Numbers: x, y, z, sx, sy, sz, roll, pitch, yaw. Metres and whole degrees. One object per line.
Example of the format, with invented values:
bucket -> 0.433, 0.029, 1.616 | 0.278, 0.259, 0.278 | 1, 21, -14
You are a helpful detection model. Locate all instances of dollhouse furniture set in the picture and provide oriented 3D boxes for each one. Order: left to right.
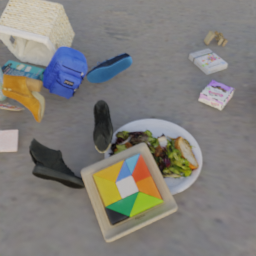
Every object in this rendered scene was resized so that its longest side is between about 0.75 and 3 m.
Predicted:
dollhouse furniture set -> 4.031, -4.075, 12.979 | 0.836, 0.556, 0.733 | 9, 44, -22

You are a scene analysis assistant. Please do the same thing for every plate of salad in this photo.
plate of salad -> 0.749, 0.691, 8.360 | 2.927, 0.703, 2.927 | 0, 48, 0

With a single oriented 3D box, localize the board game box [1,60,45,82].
board game box -> -4.267, -1.939, 10.922 | 1.712, 0.402, 1.292 | 16, 53, 15

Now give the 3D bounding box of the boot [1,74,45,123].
boot -> -3.317, -0.930, 8.864 | 1.197, 1.672, 0.588 | 8, 41, -3

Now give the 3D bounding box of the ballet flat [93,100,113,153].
ballet flat -> -0.771, -0.039, 8.741 | 0.623, 0.533, 1.876 | -4, 57, -1

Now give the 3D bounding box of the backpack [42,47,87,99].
backpack -> -2.134, -1.928, 9.945 | 1.292, 1.590, 1.334 | 14, 38, -36

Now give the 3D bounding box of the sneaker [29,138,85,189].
sneaker -> -1.937, 1.014, 7.751 | 1.781, 0.535, 0.929 | 20, 55, -15

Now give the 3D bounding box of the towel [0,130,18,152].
towel -> -3.876, 0.421, 8.817 | 0.776, 0.125, 0.741 | -3, 62, -7

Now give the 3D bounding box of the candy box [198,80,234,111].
candy box -> 3.237, -1.212, 10.260 | 0.898, 0.383, 1.071 | 28, 49, 23

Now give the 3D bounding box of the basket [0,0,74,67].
basket -> -3.535, -3.681, 10.973 | 2.190, 2.171, 1.762 | 14, 76, 8

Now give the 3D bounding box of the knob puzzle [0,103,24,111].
knob puzzle -> -4.098, -0.741, 9.589 | 0.932, 0.129, 0.932 | 13, 9, -2

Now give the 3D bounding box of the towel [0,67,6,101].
towel -> -5.218, -2.238, 9.598 | 0.581, 2.067, 2.415 | -27, 75, 9

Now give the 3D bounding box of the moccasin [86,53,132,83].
moccasin -> -0.733, -2.310, 10.905 | 1.872, 0.753, 0.638 | -20, 44, 3

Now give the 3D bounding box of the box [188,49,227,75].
box -> 3.363, -2.826, 11.869 | 1.026, 0.271, 1.316 | -19, 51, -17

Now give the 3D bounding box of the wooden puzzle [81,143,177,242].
wooden puzzle -> -0.049, 1.565, 7.343 | 1.992, 0.401, 2.153 | -24, 59, -5
